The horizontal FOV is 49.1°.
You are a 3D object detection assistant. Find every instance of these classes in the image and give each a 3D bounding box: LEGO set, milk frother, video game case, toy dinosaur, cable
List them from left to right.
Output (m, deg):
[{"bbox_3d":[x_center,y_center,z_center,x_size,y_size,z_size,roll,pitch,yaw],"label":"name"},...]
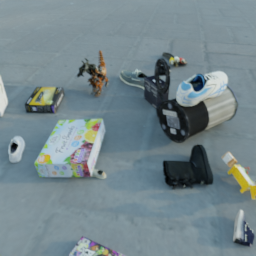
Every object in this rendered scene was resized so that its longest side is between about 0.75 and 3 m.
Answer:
[{"bbox_3d":[-0.932,3.495,6.666,1.374,0.271,1.516,16,39,21],"label":"video game case"},{"bbox_3d":[-1.647,-2.723,13.960,1.522,1.145,2.243,15,56,-25],"label":"toy dinosaur"},{"bbox_3d":[2.879,-4.349,17.268,1.160,0.601,2.388,-6,36,-8],"label":"cable"},{"bbox_3d":[2.516,-1.374,11.154,2.772,2.947,2.659,-22,40,-28],"label":"milk frother"},{"bbox_3d":[4.138,1.566,8.831,0.952,1.177,2.558,0,9,-27],"label":"LEGO set"}]

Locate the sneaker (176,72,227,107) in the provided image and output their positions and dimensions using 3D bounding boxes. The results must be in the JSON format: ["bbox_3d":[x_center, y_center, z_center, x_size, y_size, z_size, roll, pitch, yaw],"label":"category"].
[{"bbox_3d":[2.852,-1.607,10.281,2.764,1.002,0.993,-28,56,-35],"label":"sneaker"}]

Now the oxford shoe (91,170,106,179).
[{"bbox_3d":[-1.147,1.508,9.459,0.834,0.241,0.313,10,40,17],"label":"oxford shoe"}]

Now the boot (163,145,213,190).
[{"bbox_3d":[1.922,1.256,9.459,1.504,0.679,1.835,-1,40,-2],"label":"boot"}]

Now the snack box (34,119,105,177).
[{"bbox_3d":[-1.985,0.652,10.128,1.837,0.684,2.583,-3,35,10],"label":"snack box"}]

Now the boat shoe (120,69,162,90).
[{"bbox_3d":[0.683,-2.648,14.669,1.035,0.878,2.843,-30,45,-35],"label":"boat shoe"}]

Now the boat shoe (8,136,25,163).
[{"bbox_3d":[-4.193,0.686,10.384,0.504,0.480,1.401,-3,36,-5],"label":"boat shoe"}]

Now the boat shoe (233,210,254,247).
[{"bbox_3d":[3.190,2.761,7.660,0.473,0.381,1.020,19,46,13],"label":"boat shoe"}]

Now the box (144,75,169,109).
[{"bbox_3d":[1.306,-1.683,13.113,0.650,1.138,1.250,-16,39,-21],"label":"box"}]

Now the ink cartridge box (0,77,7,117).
[{"bbox_3d":[-7.034,-1.529,12.042,2.910,2.112,1.214,-5,38,-7],"label":"ink cartridge box"}]

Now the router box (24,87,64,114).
[{"bbox_3d":[-3.886,-1.335,13.203,1.368,0.454,1.740,1,36,2],"label":"router box"}]
